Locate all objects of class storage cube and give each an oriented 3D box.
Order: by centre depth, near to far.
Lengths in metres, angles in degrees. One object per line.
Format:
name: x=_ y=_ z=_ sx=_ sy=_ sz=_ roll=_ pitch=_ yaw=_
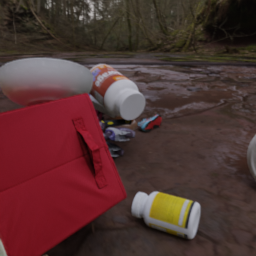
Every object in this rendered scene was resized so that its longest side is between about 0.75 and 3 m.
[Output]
storage cube: x=-1.966 y=0.954 z=5.511 sx=2.720 sy=2.325 sz=2.445 roll=-19 pitch=2 yaw=44

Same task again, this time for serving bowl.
serving bowl: x=-1.854 y=-0.848 z=6.454 sx=2.124 sy=0.699 sz=2.124 roll=-4 pitch=-11 yaw=-1

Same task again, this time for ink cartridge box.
ink cartridge box: x=-1.223 y=-1.538 z=12.299 sx=1.909 sy=0.413 sz=1.874 roll=27 pitch=43 yaw=-17

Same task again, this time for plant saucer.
plant saucer: x=-0.359 y=-0.214 z=12.628 sx=1.629 sy=0.280 sz=1.629 roll=1 pitch=21 yaw=0

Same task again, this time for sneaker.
sneaker: x=0.939 y=-0.281 z=12.388 sx=0.682 sy=0.567 sz=1.429 roll=14 pitch=24 yaw=37

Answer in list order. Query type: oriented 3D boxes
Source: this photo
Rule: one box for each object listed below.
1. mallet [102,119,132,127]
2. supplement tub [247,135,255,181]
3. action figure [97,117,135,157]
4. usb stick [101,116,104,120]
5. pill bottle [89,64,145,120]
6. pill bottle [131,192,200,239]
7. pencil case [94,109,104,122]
mallet: x=-0.965 y=-0.243 z=9.524 sx=2.638 sy=0.869 sz=0.543 roll=-16 pitch=3 yaw=-40
supplement tub: x=4.892 y=0.633 z=7.815 sx=2.828 sy=1.985 sz=1.985 roll=-16 pitch=25 yaw=-36
action figure: x=-1.065 y=0.512 z=8.475 sx=1.036 sy=1.943 sz=2.986 roll=26 pitch=17 yaw=28
usb stick: x=-1.571 y=-0.607 z=13.809 sx=0.306 sy=0.180 sz=1.102 roll=-14 pitch=24 yaw=-33
pill bottle: x=-0.493 y=-1.318 z=10.388 sx=1.392 sy=1.392 sz=2.482 roll=-13 pitch=37 yaw=-31
pill bottle: x=0.824 y=1.877 z=6.211 sx=1.403 sy=0.786 sz=0.786 roll=10 pitch=23 yaw=25
pencil case: x=-2.022 y=-0.856 z=13.314 sx=0.959 sy=0.990 sz=2.113 roll=-9 pitch=21 yaw=-36
